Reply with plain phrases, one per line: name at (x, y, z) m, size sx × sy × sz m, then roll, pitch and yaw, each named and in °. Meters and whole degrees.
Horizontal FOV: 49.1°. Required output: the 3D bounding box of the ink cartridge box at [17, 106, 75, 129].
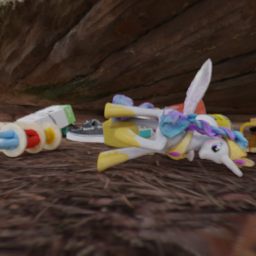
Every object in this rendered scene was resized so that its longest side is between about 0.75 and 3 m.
ink cartridge box at (-3.894, -0.313, 13.373) m, size 1.561 × 0.902 × 2.146 m, roll 2°, pitch 23°, yaw 41°

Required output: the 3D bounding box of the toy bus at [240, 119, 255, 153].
toy bus at (3.565, 0.215, 7.787) m, size 1.719 × 0.941 × 1.822 m, roll -1°, pitch 3°, yaw -22°

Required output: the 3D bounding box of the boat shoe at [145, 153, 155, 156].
boat shoe at (0.389, 0.559, 7.387) m, size 0.257 × 0.284 × 0.797 m, roll -1°, pitch 3°, yaw -30°

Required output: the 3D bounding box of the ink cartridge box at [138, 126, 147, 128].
ink cartridge box at (0.408, -0.031, 15.526) m, size 1.454 × 0.842 × 2.503 m, roll 2°, pitch 2°, yaw 32°

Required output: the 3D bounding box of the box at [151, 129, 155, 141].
box at (1.437, 0.269, 10.068) m, size 0.996 × 0.654 × 1.001 m, roll 1°, pitch 2°, yaw 26°

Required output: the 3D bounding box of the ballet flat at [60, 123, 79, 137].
ballet flat at (-3.160, 0.074, 14.719) m, size 0.869 × 0.864 × 2.541 m, roll 9°, pitch 7°, yaw -30°

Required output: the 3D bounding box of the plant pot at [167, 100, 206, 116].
plant pot at (3.795, -0.697, 18.680) m, size 2.220 × 2.282 × 2.282 m, roll -8°, pitch 2°, yaw 1°

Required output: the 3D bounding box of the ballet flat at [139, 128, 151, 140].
ballet flat at (0.486, 0.326, 11.205) m, size 0.601 × 0.711 × 1.881 m, roll 36°, pitch -17°, yaw -36°

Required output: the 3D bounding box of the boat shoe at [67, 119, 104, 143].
boat shoe at (-1.410, 0.104, 11.247) m, size 2.643 × 0.896 × 0.948 m, roll 2°, pitch 3°, yaw 36°

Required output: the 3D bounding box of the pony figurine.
pony figurine at (0.887, -0.030, 5.623) m, size 2.655 × 2.211 × 2.563 m, roll 3°, pitch 34°, yaw 4°

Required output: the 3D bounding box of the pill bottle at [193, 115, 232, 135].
pill bottle at (2.731, 0.083, 9.619) m, size 1.074 × 1.074 × 1.917 m, roll 2°, pitch 3°, yaw 41°

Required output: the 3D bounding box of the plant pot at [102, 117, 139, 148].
plant pot at (-0.267, 0.122, 9.181) m, size 1.129 × 1.103 × 1.096 m, roll -5°, pitch 3°, yaw -5°

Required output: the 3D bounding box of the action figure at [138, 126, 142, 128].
action figure at (0.738, 0.178, 13.373) m, size 1.840 × 0.503 × 1.087 m, roll 2°, pitch -19°, yaw 28°

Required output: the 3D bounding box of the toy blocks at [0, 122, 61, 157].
toy blocks at (-3.213, 0.276, 7.425) m, size 1.943 × 0.846 × 2.331 m, roll 1°, pitch 2°, yaw 18°
